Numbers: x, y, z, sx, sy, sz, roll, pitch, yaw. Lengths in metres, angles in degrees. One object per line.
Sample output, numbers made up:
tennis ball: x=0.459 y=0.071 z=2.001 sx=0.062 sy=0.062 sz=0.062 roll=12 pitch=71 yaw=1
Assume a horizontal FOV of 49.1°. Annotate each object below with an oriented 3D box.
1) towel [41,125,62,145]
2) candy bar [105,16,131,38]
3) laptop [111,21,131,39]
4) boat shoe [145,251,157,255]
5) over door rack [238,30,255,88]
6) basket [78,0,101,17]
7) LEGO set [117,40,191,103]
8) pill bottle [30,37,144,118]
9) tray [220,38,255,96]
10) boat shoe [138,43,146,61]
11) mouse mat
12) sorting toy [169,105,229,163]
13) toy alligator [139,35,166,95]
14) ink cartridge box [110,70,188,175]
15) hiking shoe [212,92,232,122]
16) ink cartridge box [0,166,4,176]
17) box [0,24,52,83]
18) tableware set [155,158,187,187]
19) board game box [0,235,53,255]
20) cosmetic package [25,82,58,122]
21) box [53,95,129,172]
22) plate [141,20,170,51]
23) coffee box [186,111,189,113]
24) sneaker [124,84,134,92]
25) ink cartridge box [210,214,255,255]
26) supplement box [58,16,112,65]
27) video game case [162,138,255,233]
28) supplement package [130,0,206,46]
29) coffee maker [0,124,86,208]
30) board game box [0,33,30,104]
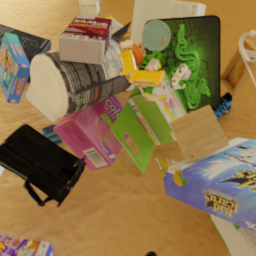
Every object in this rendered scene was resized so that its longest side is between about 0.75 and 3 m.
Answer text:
towel: x=-2.192 y=0.213 z=8.065 sx=0.472 sy=0.205 sz=0.845 roll=-22 pitch=39 yaw=-13
candy bar: x=-0.588 y=-5.241 z=14.445 sx=0.630 sy=0.280 sz=2.527 roll=-28 pitch=47 yaw=-11
laptop: x=-0.643 y=-4.556 z=13.128 sx=1.243 sy=0.769 sz=1.327 roll=-41 pitch=54 yaw=-19
boat shoe: x=0.357 y=2.834 z=5.143 sx=0.436 sy=0.363 sz=1.168 roll=10 pitch=43 yaw=8
over door rack: x=3.104 y=-0.749 z=5.237 sx=1.679 sy=0.757 sz=2.273 roll=4 pitch=69 yaw=-21
basket: x=-2.228 y=-7.014 z=15.849 sx=1.334 sy=1.053 sz=1.513 roll=1 pitch=65 yaw=-1
LEGO set: x=0.322 y=-1.006 z=5.362 sx=0.820 sy=0.663 sz=1.782 roll=-47 pitch=51 yaw=-9
pill bottle: x=-0.776 y=-1.297 z=6.518 sx=1.383 sy=1.383 sz=2.603 roll=33 pitch=43 yaw=32
tray: x=3.420 y=-1.834 z=8.533 sx=0.294 sy=1.587 sz=0.783 roll=-9 pitch=54 yaw=-21
boat shoe: x=0.639 y=-2.830 z=11.124 sx=2.988 sy=0.970 sz=1.078 roll=-5 pitch=40 yaw=-12
mouse mat: x=1.640 y=-1.873 z=8.380 sx=2.218 sy=2.756 sz=0.104 roll=-3 pitch=11 yaw=6
sorting toy: x=1.540 y=0.149 z=6.220 sx=0.981 sy=0.341 sz=0.975 roll=-23 pitch=80 yaw=-3
toy alligator: x=0.523 y=-1.538 z=6.833 sx=0.473 sy=0.517 sz=1.745 roll=15 pitch=78 yaw=-6
ink cartridge box: x=0.684 y=-0.165 z=7.482 sx=0.869 sy=1.696 sz=2.295 roll=-15 pitch=32 yaw=35
hiking shoe: x=2.778 y=-0.638 z=8.828 sx=0.586 sy=0.682 sz=1.574 roll=27 pitch=43 yaw=30
ink cartridge box: x=-4.035 y=1.106 z=6.916 sx=1.500 sy=0.632 sz=1.085 roll=1 pitch=41 yaw=1
box: x=-4.249 y=-2.822 z=10.619 sx=2.183 sy=1.169 sz=1.620 roll=17 pitch=41 yaw=-5
tableware set: x=0.733 y=0.795 z=4.851 sx=0.781 sy=0.120 sz=0.526 roll=15 pitch=44 yaw=-50
board game box: x=-2.344 y=2.974 z=4.903 sx=1.364 sy=0.454 sz=2.029 roll=6 pitch=41 yaw=7
cosmetic package: x=-1.787 y=-1.411 z=8.209 sx=1.256 sy=2.042 sz=2.036 roll=44 pitch=67 yaw=-12
box: x=-0.792 y=-0.035 z=7.408 sx=0.840 sy=1.528 sz=1.737 roll=-20 pitch=26 yaw=38
plate: x=0.714 y=-2.381 z=7.257 sx=0.765 sy=0.765 sz=0.098 roll=-3 pitch=19 yaw=-4
coffee box: x=1.562 y=-0.668 z=9.190 sx=0.475 sy=0.331 sz=0.831 roll=-19 pitch=44 yaw=-21
sneaker: x=-0.437 y=-1.543 z=9.377 sx=0.686 sy=1.050 sz=1.877 roll=-31 pitch=57 yaw=-21
ink cartridge box: x=3.061 y=1.967 z=5.684 sx=2.154 sy=0.895 sz=1.579 roll=-12 pitch=41 yaw=-11
supplement box: x=-0.808 y=-1.821 z=5.665 sx=0.820 sy=0.459 sz=1.506 roll=6 pitch=36 yaw=0
video game case: x=2.598 y=0.964 z=5.532 sx=2.630 sy=0.659 sz=2.902 roll=-18 pitch=14 yaw=-31
supplement package: x=1.685 y=-4.347 z=11.844 sx=2.552 sy=1.937 sz=1.922 roll=15 pitch=25 yaw=18
coffee maker: x=-1.755 y=0.656 z=5.854 sx=1.615 sy=1.551 sz=1.087 roll=33 pitch=26 yaw=2
board game box: x=-3.484 y=-1.789 z=8.386 sx=0.391 sy=1.321 sz=1.737 roll=0 pitch=46 yaw=-42
